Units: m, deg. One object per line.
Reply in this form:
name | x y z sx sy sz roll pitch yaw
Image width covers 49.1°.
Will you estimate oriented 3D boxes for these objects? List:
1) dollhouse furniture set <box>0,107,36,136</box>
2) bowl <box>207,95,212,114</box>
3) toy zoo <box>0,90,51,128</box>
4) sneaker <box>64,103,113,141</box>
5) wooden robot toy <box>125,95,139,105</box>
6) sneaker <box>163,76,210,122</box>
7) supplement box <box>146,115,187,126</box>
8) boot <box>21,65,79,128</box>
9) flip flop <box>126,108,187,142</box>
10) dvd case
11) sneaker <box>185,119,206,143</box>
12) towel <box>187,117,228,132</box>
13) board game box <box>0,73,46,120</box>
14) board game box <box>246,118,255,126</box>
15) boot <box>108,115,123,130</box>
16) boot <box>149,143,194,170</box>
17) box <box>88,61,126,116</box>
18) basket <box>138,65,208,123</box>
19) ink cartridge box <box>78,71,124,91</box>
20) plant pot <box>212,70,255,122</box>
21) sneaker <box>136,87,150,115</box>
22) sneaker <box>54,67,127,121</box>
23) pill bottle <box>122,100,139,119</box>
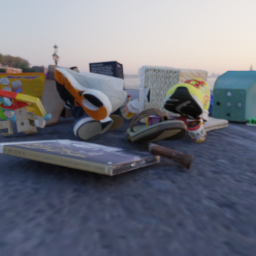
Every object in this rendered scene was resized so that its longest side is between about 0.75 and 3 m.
dollhouse furniture set | -3.403 -0.151 8.442 0.990 0.694 0.698 -10 -6 -2
bowl | 3.465 -1.492 14.542 2.865 0.562 2.865 14 22 -6
toy zoo | -3.541 -0.610 9.091 2.149 0.220 1.410 12 -34 2
sneaker | -1.416 -0.424 8.172 1.495 0.787 2.069 43 12 9
wooden robot toy | -0.277 -1.361 15.732 1.903 0.838 0.863 2 21 16
sneaker | 1.862 -1.013 8.439 1.141 1.318 2.919 11 -2 21
supplement box | 1.184 -0.081 8.730 1.094 0.565 0.716 8 11 42
boot | -2.882 -1.296 10.629 1.031 2.147 2.936 15 21 26
flip flop | 0.547 -0.076 7.035 1.134 0.805 2.795 -2 1 -10
dvd case | -0.952 0.495 5.587 2.664 0.213 1.981 6 3 28
sneaker | 1.917 0.093 7.963 0.537 0.567 1.379 -20 4 17
towel | 2.618 -0.156 9.836 1.670 0.288 1.107 -10 16 -40
board game box | -4.403 -1.465 12.586 1.958 1.956 1.956 0 10 -2
board game box | 5.818 -0.215 10.424 2.004 0.259 2.003 -9 14 -42
boot | -0.948 -0.311 9.864 1.432 0.528 1.108 -5 18 -7
boot | 0.772 0.502 5.313 0.868 0.279 0.809 22 -7 5
box | -0.893 -1.766 12.759 1.265 2.362 1.753 -2 7 9
basket | 1.745 -1.282 10.926 1.802 2.221 2.241 12 16 42
ink cartridge box | -1.036 -1.321 10.241 1.579 0.920 2.182 10 0 -5
plant pot | 4.683 -1.254 11.836 2.027 2.028 2.869 7 20 36
sneaker | 1.445 -1.416 12.490 2.555 1.662 1.020 -6 35 -40
sneaker | -1.083 -1.071 7.842 2.444 0.925 1.124 35 46 29
pill bottle | 0.129 -0.765 11.417 0.511 0.511 0.920 -5 -22 -27
